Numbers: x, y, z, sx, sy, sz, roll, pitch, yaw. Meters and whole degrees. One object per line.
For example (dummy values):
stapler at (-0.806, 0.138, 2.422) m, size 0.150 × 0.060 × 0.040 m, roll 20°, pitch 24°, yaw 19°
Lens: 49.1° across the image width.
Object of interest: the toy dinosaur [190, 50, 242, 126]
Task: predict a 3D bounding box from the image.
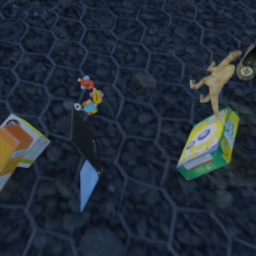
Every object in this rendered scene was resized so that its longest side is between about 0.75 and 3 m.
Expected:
toy dinosaur at (2.634, -1.339, 8.595) m, size 0.830 × 1.442 × 2.852 m, roll 33°, pitch 65°, yaw -20°

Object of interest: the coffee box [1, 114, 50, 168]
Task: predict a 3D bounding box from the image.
coffee box at (-3.155, 0.407, 8.217) m, size 1.087 × 1.089 × 1.077 m, roll 38°, pitch 81°, yaw 6°

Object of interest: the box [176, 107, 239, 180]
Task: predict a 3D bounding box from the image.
box at (2.471, 0.330, 8.421) m, size 0.607 × 1.473 × 2.510 m, roll 47°, pitch 42°, yaw -8°

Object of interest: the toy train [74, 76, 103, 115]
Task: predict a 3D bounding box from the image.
toy train at (-1.417, -1.176, 10.247) m, size 1.054 × 1.403 × 0.390 m, roll 28°, pitch 33°, yaw 7°

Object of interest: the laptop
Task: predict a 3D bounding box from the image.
laptop at (-1.357, 0.817, 7.505) m, size 1.130 × 1.950 × 1.826 m, roll -31°, pitch 28°, yaw 6°

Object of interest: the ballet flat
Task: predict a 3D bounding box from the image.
ballet flat at (5.164, -2.854, 11.739) m, size 0.775 × 0.533 × 2.301 m, roll 26°, pitch 61°, yaw 16°

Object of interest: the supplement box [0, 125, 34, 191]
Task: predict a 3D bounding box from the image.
supplement box at (-3.277, 0.879, 7.130) m, size 0.661 × 0.683 × 1.986 m, roll 40°, pitch 102°, yaw 10°
